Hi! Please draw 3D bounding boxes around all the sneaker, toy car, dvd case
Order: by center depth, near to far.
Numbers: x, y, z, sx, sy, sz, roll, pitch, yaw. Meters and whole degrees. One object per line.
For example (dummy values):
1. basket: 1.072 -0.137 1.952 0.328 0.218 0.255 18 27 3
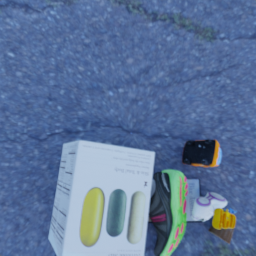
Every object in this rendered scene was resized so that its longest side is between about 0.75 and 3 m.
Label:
1. toy car: 2.490 1.702 8.695 0.986 1.454 2.964 19 58 -30
2. sneaker: 2.520 2.492 8.826 1.558 0.583 0.776 1 112 -39
3. sneaker: 1.149 2.699 8.834 1.205 1.103 2.875 8 93 35
4. dvd case: 1.443 2.430 9.313 1.967 0.173 1.404 -1 80 0

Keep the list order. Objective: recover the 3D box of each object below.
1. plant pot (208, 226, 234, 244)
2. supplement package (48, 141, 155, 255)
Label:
1. plant pot: 3.062 3.137 8.898 0.732 0.732 0.783 32 81 5
2. supplement package: -0.815 2.002 8.030 2.215 2.199 2.919 11 80 -22
